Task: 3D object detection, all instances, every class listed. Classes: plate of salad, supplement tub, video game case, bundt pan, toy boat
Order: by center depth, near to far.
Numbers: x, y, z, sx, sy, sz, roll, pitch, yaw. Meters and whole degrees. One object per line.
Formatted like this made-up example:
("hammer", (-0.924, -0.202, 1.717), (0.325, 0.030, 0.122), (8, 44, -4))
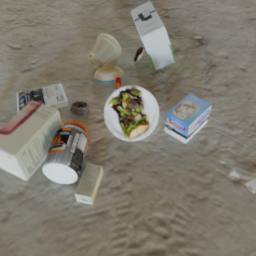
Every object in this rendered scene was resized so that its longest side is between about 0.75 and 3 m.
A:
("supplement tub", (-2.071, 0.788, 9.634), (1.229, 1.229, 2.005), (5, 46, 4))
("plate of salad", (0.140, -0.534, 10.528), (2.113, 2.113, 0.507), (-4, 5, -3))
("bundt pan", (-1.987, -0.838, 11.616), (0.836, 0.314, 0.836), (7, 33, -4))
("video game case", (-3.637, -1.204, 11.756), (1.962, 0.252, 2.159), (-15, 32, -14))
("toy boat", (-0.768, -2.184, 12.755), (1.423, 0.787, 1.693), (-14, 40, -23))

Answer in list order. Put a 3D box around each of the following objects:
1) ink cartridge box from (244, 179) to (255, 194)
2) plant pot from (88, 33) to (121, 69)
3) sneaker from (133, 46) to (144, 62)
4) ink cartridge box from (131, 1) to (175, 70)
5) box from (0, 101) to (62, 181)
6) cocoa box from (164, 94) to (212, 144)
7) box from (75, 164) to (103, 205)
("ink cartridge box", (4.290, 1.926, 9.280), (0.807, 0.203, 0.440), (-19, 50, -15))
("plant pot", (-1.260, -3.673, 13.824), (1.410, 1.410, 1.291), (24, 63, 21))
("sneaker", (0.559, -3.739, 14.095), (0.323, 0.886, 0.375), (40, 34, 6))
("ink cartridge box", (1.210, -4.598, 13.913), (1.175, 2.074, 2.829), (-22, 46, 10))
("box", (-3.469, 0.397, 9.825), (1.256, 1.474, 2.305), (20, 50, 18))
("cocoa box", (2.308, -0.388, 10.845), (1.050, 1.034, 1.575), (35, 56, 28))
("box", (-1.262, 1.818, 9.188), (0.579, 0.474, 1.218), (10, 48, 9))
